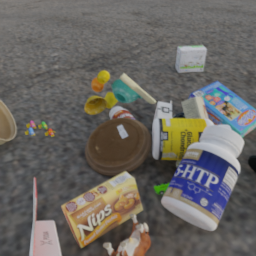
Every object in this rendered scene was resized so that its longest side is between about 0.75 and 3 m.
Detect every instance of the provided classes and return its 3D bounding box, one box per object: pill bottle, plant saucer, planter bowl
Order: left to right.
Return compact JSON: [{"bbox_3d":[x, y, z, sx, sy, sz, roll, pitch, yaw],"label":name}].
[{"bbox_3d":[-5.402,-0.139,10.036,1.499,2.227,2.227,-31,35,9],"label":"planter bowl"},{"bbox_3d":[-1.298,-0.956,10.770,0.920,0.920,0.383,-13,55,-19],"label":"planter bowl"},{"bbox_3d":[-0.400,0.527,9.651,2.392,0.352,2.392,-9,50,11],"label":"plant saucer"},{"bbox_3d":[-0.180,-0.220,11.056,0.859,0.859,1.531,-14,37,-20],"label":"pill bottle"},{"bbox_3d":[2.030,0.376,9.159,2.445,1.369,1.369,0,34,2],"label":"pill bottle"},{"bbox_3d":[2.045,1.233,7.368,1.474,1.474,2.463,21,69,28],"label":"pill bottle"}]

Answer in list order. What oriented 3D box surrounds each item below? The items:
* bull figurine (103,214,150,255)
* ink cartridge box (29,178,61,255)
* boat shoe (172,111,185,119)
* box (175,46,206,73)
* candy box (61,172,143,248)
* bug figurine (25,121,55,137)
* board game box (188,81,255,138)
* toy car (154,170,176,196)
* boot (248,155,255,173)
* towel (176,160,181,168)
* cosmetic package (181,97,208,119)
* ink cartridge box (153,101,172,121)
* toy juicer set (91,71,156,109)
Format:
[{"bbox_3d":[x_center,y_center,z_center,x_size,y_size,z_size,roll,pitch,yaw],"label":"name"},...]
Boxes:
[{"bbox_3d":[-0.041,2.851,6.292,0.598,1.116,1.838,4,24,28],"label":"bull figurine"},{"bbox_3d":[-1.648,2.203,5.475,0.543,2.141,2.430,5,-3,-18],"label":"ink cartridge box"},{"bbox_3d":[2.407,-0.400,11.328,1.876,0.580,0.702,-19,78,-42],"label":"boat shoe"},{"bbox_3d":[3.607,-3.965,16.167,1.521,1.342,0.736,-5,35,-6],"label":"box"},{"bbox_3d":[-0.610,2.047,7.140,1.883,1.087,0.521,-25,26,-21],"label":"candy box"},{"bbox_3d":[-3.282,0.036,10.381,1.087,0.280,0.843,3,34,-39],"label":"bug figurine"},{"bbox_3d":[3.985,-0.745,11.483,1.944,0.575,2.556,-25,58,-34],"label":"board game box"},{"bbox_3d":[1.392,1.827,8.552,1.271,0.301,1.351,-9,35,-13],"label":"toy car"},{"bbox_3d":[4.991,1.143,9.256,1.700,0.629,1.393,29,46,25],"label":"boot"},{"bbox_3d":[2.475,1.044,9.645,1.302,0.366,1.521,17,38,22],"label":"towel"},{"bbox_3d":[2.569,-0.455,10.554,0.574,1.316,0.680,-6,-9,-46],"label":"cosmetic package"},{"bbox_3d":[1.340,-0.330,11.050,0.576,1.001,1.729,11,34,1],"label":"ink cartridge box"},{"bbox_3d":[-0.319,-1.731,11.517,2.947,1.875,0.802,-1,48,47],"label":"toy juicer set"}]
